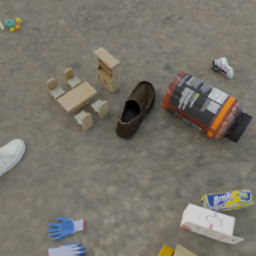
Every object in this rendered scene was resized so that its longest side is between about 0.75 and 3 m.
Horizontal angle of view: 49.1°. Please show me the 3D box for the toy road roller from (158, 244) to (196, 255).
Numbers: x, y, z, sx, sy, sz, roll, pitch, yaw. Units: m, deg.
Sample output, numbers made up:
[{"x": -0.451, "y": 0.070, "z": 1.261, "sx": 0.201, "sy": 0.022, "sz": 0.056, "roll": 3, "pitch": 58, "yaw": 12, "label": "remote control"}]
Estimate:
[{"x": 1.091, "y": 4.085, "z": 6.453, "sx": 1.606, "sy": 1.907, "sz": 2.613, "roll": 28, "pitch": 64, "yaw": 15, "label": "toy road roller"}]

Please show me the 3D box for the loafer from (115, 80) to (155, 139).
[{"x": 0.337, "y": -0.778, "z": 9.827, "sx": 0.913, "sy": 0.893, "sz": 2.502, "roll": 18, "pitch": 62, "yaw": 10, "label": "loafer"}]

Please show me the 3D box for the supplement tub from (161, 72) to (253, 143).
[{"x": 2.632, "y": -0.620, "z": 9.402, "sx": 2.821, "sy": 1.508, "sz": 1.508, "roll": 33, "pitch": 65, "yaw": 16, "label": "supplement tub"}]

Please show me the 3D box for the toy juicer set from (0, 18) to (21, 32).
[{"x": -5.223, "y": -4.501, "z": 12.367, "sx": 0.971, "sy": 0.264, "sz": 0.618, "roll": -6, "pitch": 78, "yaw": -7, "label": "toy juicer set"}]

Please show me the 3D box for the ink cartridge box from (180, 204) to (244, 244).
[{"x": 2.339, "y": 2.707, "z": 7.827, "sx": 1.559, "sy": 0.908, "sz": 0.526, "roll": 17, "pitch": 62, "yaw": 8, "label": "ink cartridge box"}]

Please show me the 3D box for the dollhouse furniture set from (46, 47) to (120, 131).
[{"x": -1.433, "y": -1.511, "z": 9.913, "sx": 2.275, "sy": 1.481, "sz": 2.090, "roll": -38, "pitch": 66, "yaw": -19, "label": "dollhouse furniture set"}]

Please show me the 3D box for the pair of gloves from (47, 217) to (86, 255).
[{"x": -1.758, "y": 3.218, "z": 7.972, "sx": 1.101, "sy": 0.156, "sz": 1.369, "roll": -6, "pitch": 60, "yaw": -3, "label": "pair of gloves"}]

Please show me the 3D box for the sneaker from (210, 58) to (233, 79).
[{"x": 3.605, "y": -2.281, "z": 11.004, "sx": 0.755, "sy": 0.419, "sz": 1.079, "roll": -10, "pitch": 51, "yaw": -4, "label": "sneaker"}]

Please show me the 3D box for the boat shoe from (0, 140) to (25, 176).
[{"x": -4.161, "y": 1.008, "z": 8.836, "sx": 0.728, "sy": 0.840, "sz": 1.970, "roll": 36, "pitch": 66, "yaw": 19, "label": "boat shoe"}]

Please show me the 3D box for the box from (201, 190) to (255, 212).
[{"x": 2.946, "y": 2.197, "z": 8.352, "sx": 1.419, "sy": 0.497, "sz": 0.456, "roll": -6, "pitch": 60, "yaw": -4, "label": "box"}]
